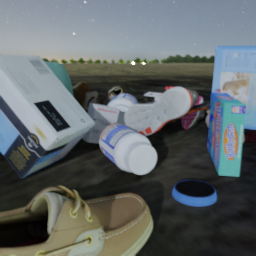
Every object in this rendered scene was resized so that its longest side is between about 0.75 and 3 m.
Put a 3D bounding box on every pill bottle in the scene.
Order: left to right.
[{"bbox_3d":[-0.210,-0.522,9.990,1.202,1.202,2.142,1,14,4],"label":"pill bottle"},{"bbox_3d":[-0.008,0.487,6.412,0.899,0.899,1.605,-6,15,-23],"label":"pill bottle"}]

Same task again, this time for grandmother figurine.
[{"bbox_3d":[3.831,0.290,8.143,1.857,0.562,1.126,0,-11,12],"label":"grandmother figurine"}]

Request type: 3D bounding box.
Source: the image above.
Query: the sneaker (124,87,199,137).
[{"bbox_3d":[0.834,-0.359,6.969,0.906,0.852,2.211,-15,-3,-44],"label":"sneaker"}]

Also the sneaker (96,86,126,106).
[{"bbox_3d":[-0.507,-1.596,14.040,1.099,1.025,2.910,-37,8,29],"label":"sneaker"}]

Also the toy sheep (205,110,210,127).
[{"bbox_3d":[3.012,-0.180,9.158,0.930,0.930,1.349,-6,34,-25],"label":"toy sheep"}]

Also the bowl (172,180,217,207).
[{"bbox_3d":[1.209,1.174,5.128,0.795,0.156,0.795,0,13,0],"label":"bowl"}]

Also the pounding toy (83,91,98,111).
[{"bbox_3d":[-1.464,-0.858,11.555,0.707,1.237,0.710,9,15,-18],"label":"pounding toy"}]

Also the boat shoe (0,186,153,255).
[{"bbox_3d":[-0.852,1.213,3.223,2.879,0.956,1.065,-11,17,-38],"label":"boat shoe"}]

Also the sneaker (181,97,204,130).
[{"bbox_3d":[2.504,-0.440,10.475,0.588,0.697,1.594,-3,45,39],"label":"sneaker"}]

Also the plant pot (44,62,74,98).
[{"bbox_3d":[-3.106,-1.028,9.166,2.886,2.316,2.886,5,11,-1],"label":"plant pot"}]

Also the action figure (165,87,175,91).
[{"bbox_3d":[2.985,-1.804,16.749,2.151,1.065,0.702,18,0,-30],"label":"action figure"}]

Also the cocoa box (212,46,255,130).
[{"bbox_3d":[4.307,-1.575,10.584,1.952,2.927,1.921,8,16,27],"label":"cocoa box"}]

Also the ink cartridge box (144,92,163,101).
[{"bbox_3d":[1.905,-0.983,12.291,2.370,0.804,1.365,10,15,12],"label":"ink cartridge box"}]

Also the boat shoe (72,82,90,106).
[{"bbox_3d":[-2.577,-1.184,12.031,0.960,1.061,2.976,-14,15,21],"label":"boat shoe"}]

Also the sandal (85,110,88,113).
[{"bbox_3d":[-1.967,-0.419,11.004,2.388,0.511,0.908,5,14,19],"label":"sandal"}]

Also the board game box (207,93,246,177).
[{"bbox_3d":[2.312,0.040,6.808,0.470,1.589,2.089,2,13,8],"label":"board game box"}]

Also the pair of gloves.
[{"bbox_3d":[1.597,-0.424,9.639,2.097,0.291,2.353,-14,-6,-40],"label":"pair of gloves"}]

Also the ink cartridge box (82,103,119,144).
[{"bbox_3d":[-0.769,-0.113,7.910,0.778,1.071,0.447,9,7,-32],"label":"ink cartridge box"}]

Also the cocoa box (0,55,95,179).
[{"bbox_3d":[-2.196,-0.321,6.277,1.467,2.235,1.491,-44,-7,27],"label":"cocoa box"}]

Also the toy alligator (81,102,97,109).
[{"bbox_3d":[-2.302,-0.925,13.136,2.109,0.625,0.572,-10,58,-37],"label":"toy alligator"}]
